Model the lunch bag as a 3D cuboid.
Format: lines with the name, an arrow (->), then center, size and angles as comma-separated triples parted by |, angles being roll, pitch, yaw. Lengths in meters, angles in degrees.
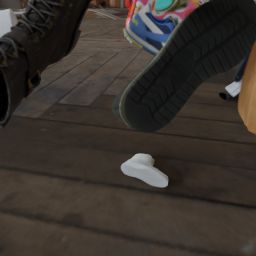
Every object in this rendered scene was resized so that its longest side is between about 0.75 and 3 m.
lunch bag -> 1.095, -4.153, 9.443 | 2.590, 2.940, 1.204 | 18, -3, -7

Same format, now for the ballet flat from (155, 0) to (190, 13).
ballet flat -> 0.592, -1.429, 2.999 | 0.315, 0.315, 0.892 | -11, 3, -21

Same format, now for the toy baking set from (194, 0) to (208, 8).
toy baking set -> 1.596, -2.203, 5.208 | 0.091, 0.599, 0.781 | -52, 28, -3

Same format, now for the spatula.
spatula -> 2.773, -1.852, 6.079 | 0.538, 1.903, 0.196 | 25, 33, 13

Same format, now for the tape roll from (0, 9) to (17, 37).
tape roll -> -2.812, -2.022, 6.737 | 0.523, 1.497, 1.497 | -16, 30, -9

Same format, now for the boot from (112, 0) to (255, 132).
boot -> 0.656, -0.937, 4.152 | 2.307, 0.893, 1.596 | -39, 11, -7

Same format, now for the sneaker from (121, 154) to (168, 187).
sneaker -> 0.460, 0.819, 5.834 | 1.073, 0.395, 0.620 | 17, 35, 32

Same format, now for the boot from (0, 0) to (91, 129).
boot -> -1.489, -1.572, 4.445 | 0.994, 2.872, 2.500 | 22, 47, 1

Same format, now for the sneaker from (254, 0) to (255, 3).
sneaker -> 3.609, -3.204, 7.983 | 0.781, 2.140, 0.757 | -20, 51, -15

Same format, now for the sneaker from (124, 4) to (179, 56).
sneaker -> 0.972, -1.899, 6.175 | 2.078, 0.855, 0.768 | 28, 23, -13

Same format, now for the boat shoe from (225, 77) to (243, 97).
boat shoe -> 2.817, -1.224, 6.694 | 0.350, 1.071, 0.394 | 48, 12, 10

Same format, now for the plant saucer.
plant saucer -> 2.455, -1.078, 4.801 | 0.450, 2.405, 2.405 | 23, 35, 29

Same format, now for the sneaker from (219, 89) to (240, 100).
sneaker -> 3.710, -1.074, 9.492 | 0.619, 0.436, 1.166 | -27, 30, -32
